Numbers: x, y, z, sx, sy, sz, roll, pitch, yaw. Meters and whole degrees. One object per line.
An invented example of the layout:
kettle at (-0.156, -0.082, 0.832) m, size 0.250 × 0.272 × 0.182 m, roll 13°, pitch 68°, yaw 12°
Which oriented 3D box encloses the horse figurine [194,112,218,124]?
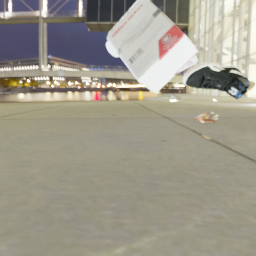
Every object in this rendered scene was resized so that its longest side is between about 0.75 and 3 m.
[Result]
horse figurine at (4.289, -0.544, 15.416) m, size 1.154 × 0.435 × 1.741 m, roll -11°, pitch 12°, yaw 6°

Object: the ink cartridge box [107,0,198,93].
ink cartridge box at (0.697, -2.774, 9.269) m, size 1.089 × 1.929 × 2.628 m, roll 25°, pitch 28°, yaw -49°

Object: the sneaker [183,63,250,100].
sneaker at (3.060, -1.482, 9.208) m, size 2.312 × 0.845 × 1.293 m, roll -10°, pitch 47°, yaw -22°

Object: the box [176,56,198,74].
box at (1.844, -2.525, 12.164) m, size 2.406 × 0.499 × 0.466 m, roll -24°, pitch 15°, yaw 37°

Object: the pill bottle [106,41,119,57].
pill bottle at (-0.128, -3.751, 11.772) m, size 0.909 × 0.909 × 1.595 m, roll 9°, pitch 50°, yaw 51°

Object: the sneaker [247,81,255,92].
sneaker at (4.108, -1.628, 10.381) m, size 1.176 × 0.419 × 0.661 m, roll -11°, pitch 38°, yaw -25°
